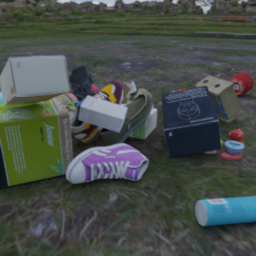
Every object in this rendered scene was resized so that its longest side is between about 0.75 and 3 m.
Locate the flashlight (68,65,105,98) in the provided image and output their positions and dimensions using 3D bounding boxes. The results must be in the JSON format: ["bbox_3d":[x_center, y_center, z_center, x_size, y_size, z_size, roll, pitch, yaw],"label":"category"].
[{"bbox_3d":[-1.386,-1.548,10.673,0.984,0.981,2.897,-27,-14,3],"label":"flashlight"}]

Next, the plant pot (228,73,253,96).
[{"bbox_3d":[6.263,-2.398,15.780,1.195,1.195,1.089,21,41,40],"label":"plant pot"}]

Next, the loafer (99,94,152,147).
[{"bbox_3d":[-0.076,-0.351,9.813,2.438,0.849,0.917,-51,35,-14],"label":"loafer"}]

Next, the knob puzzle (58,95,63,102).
[{"bbox_3d":[-4.114,-0.951,12.721,2.953,0.409,2.953,-5,44,5],"label":"knob puzzle"}]

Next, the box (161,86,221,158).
[{"bbox_3d":[2.115,-0.272,9.680,1.697,1.224,2.287,-10,35,12],"label":"box"}]

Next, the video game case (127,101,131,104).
[{"bbox_3d":[-0.269,-1.260,14.416,0.925,0.102,0.842,21,31,40],"label":"video game case"}]

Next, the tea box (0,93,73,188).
[{"bbox_3d":[-3.465,0.157,8.677,2.940,1.997,2.989,-9,25,-22],"label":"tea box"}]

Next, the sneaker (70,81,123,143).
[{"bbox_3d":[-1.148,-0.773,10.093,0.997,1.199,2.661,20,73,36],"label":"sneaker"}]

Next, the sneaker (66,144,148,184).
[{"bbox_3d":[-0.455,1.122,7.948,2.413,0.875,1.376,-19,33,-37],"label":"sneaker"}]

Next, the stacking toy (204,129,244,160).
[{"bbox_3d":[3.362,0.478,9.722,1.310,0.611,1.447,9,24,19],"label":"stacking toy"}]

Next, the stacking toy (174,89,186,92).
[{"bbox_3d":[2.562,-1.476,13.839,1.084,1.084,2.538,8,21,19],"label":"stacking toy"}]

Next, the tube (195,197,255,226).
[{"bbox_3d":[2.712,1.911,6.573,2.225,0.561,0.862,0,30,-13],"label":"tube"}]

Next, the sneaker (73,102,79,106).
[{"bbox_3d":[-1.487,-0.816,12.511,2.502,0.887,1.037,-15,43,-16],"label":"sneaker"}]

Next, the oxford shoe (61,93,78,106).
[{"bbox_3d":[-3.558,-1.411,13.647,1.066,1.022,2.888,-22,31,-35],"label":"oxford shoe"}]

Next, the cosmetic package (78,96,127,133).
[{"bbox_3d":[-0.798,-0.454,9.008,1.393,0.591,0.749,19,37,3],"label":"cosmetic package"}]

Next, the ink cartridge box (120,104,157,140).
[{"bbox_3d":[-0.220,-0.360,11.379,2.463,0.829,1.442,10,25,21],"label":"ink cartridge box"}]

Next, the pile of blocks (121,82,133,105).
[{"bbox_3d":[-0.211,-1.339,12.223,0.641,1.562,0.485,22,34,11],"label":"pile of blocks"}]

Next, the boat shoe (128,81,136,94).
[{"bbox_3d":[-0.291,-2.105,15.430,1.945,0.666,0.700,-26,21,-37],"label":"boat shoe"}]

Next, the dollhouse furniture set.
[{"bbox_3d":[3.332,-0.847,12.185,2.326,1.639,1.630,-35,31,-6],"label":"dollhouse furniture set"}]

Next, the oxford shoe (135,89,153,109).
[{"bbox_3d":[0.736,-1.173,11.557,0.716,0.550,1.904,23,-1,16],"label":"oxford shoe"}]

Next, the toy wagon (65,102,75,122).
[{"bbox_3d":[-2.240,-0.272,11.225,2.017,0.399,1.565,20,50,22],"label":"toy wagon"}]

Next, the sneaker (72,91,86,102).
[{"bbox_3d":[-1.595,-1.384,13.638,2.399,0.951,0.904,2,20,2],"label":"sneaker"}]

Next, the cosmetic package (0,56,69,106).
[{"bbox_3d":[-2.421,-1.103,6.994,1.245,0.841,2.367,-10,4,-27],"label":"cosmetic package"}]
